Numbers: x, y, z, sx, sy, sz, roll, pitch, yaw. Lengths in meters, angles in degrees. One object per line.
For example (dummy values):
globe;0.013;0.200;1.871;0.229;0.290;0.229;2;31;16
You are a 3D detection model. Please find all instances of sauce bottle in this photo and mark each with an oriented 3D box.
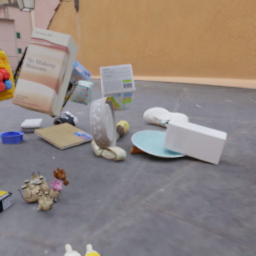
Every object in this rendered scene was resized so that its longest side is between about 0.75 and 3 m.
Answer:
sauce bottle;-0.413;0.139;13.914;0.644;0.644;1.990;3;18;11

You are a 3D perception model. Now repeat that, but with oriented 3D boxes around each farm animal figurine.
farm animal figurine;-2.287;1.790;7.681;1.424;0.751;1.440;-9;20;15

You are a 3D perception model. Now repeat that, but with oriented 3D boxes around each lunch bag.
lunch bag;-2.488;-1.845;14.045;1.308;1.114;0.797;16;33;9

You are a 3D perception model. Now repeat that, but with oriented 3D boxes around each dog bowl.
dog bowl;-0.734;-0.132;8.399;0.466;1.589;1.589;-6;14;8

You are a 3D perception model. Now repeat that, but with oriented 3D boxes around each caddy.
caddy;-5.418;0.390;13.068;1.051;0.552;0.743;0;16;0

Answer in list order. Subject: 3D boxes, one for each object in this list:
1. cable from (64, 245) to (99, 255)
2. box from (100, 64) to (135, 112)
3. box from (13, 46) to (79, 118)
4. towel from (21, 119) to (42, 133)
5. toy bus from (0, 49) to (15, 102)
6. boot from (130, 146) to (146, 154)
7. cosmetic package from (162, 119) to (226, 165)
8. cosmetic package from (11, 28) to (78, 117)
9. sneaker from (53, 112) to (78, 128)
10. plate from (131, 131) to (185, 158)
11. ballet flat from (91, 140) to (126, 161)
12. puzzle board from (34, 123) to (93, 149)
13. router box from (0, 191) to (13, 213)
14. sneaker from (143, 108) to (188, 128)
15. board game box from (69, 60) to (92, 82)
cable;-0.558;2.742;3.979;1.359;0.704;2.797;-10;18;-32
box;-0.480;-1.616;12.089;1.301;1.172;2.313;-7;-15;-4
box;-3.859;-2.064;12.791;2.689;2.147;0.664;38;27;0
towel;-5.130;-0.085;14.971;0.993;0.513;1.200;-4;17;-8
toy bus;-5.148;-2.115;10.266;1.806;2.661;2.555;-21;20;-41
boot;0.474;0.951;11.612;0.597;0.295;0.769;12;12;26
cosmetic package;2.545;0.491;10.845;2.190;1.113;0.811;18;23;15
cosmetic package;-2.499;-1.656;8.598;1.232;2.384;1.040;12;-7;4
sneaker;-3.657;-0.389;15.485;1.174;0.779;2.063;-8;19;-34
plate;1.366;0.734;11.709;2.506;0.320;2.506;6;21;-3
ballet flat;-0.934;0.914;11.126;1.849;0.642;0.642;12;19;37
puzzle board;-3.040;0.370;13.308;1.843;0.213;2.446;-16;28;-42
router box;-3.837;2.049;7.252;1.035;0.344;1.316;5;16;16
sneaker;1.969;-0.453;15.665;2.601;0.979;1.151;8;27;24
board game box;-2.383;-2.406;10.366;1.369;0.331;1.810;9;-25;50
